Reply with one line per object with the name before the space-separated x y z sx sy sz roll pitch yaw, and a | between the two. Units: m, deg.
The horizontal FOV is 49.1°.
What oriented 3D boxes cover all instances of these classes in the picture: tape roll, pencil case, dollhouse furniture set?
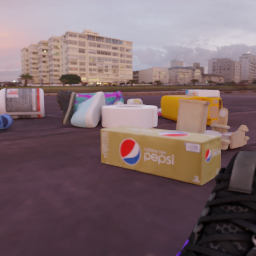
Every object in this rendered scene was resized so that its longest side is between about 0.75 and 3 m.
tape roll | 0.050 -0.375 8.767 1.754 0.613 1.754 0 7 0
pencil case | -1.360 -0.943 10.990 2.360 1.091 1.004 1 46 11
dollhouse furniture set | 1.818 -0.094 5.609 0.934 0.797 1.801 12 9 39

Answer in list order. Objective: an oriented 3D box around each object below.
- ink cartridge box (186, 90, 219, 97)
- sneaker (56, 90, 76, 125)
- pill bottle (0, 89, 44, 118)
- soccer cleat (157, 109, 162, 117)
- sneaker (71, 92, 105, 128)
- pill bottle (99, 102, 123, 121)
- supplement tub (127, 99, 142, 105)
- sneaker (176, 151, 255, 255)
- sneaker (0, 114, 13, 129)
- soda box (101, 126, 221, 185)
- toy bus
ink cartridge box | 3.603 -1.316 13.749 1.082 1.101 1.496 -2 8 -11
sneaker | -1.945 -0.626 8.469 0.536 1.009 0.377 12 -9 9
pill bottle | -4.316 -0.954 10.862 2.005 1.162 1.162 -2 8 -17
soccer cleat | 1.677 -0.770 11.755 1.326 0.573 0.463 2 8 17
sneaker | -1.271 -0.652 8.959 0.834 0.752 2.034 1 24 9
pill bottle | -0.778 -0.600 10.102 1.198 0.693 0.693 3 8 22
supplement tub | 0.394 -1.477 16.888 0.765 0.556 0.556 -3 9 -20
sneaker | 0.549 0.535 1.429 0.574 0.822 1.652 8 10 43
sneaker | -3.809 -0.135 7.874 1.141 0.422 0.469 -6 8 11
soda box | 0.395 0.320 4.013 1.703 0.545 0.577 7 11 39
toy bus | 2.126 -0.673 9.766 1.081 0.898 2.761 -2 9 -14
